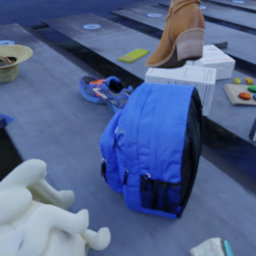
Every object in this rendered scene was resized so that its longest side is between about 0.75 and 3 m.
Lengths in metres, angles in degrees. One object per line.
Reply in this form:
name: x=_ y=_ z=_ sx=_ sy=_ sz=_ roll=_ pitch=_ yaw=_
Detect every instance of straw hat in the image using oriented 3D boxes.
straw hat: x=-4.999 y=-2.413 z=11.233 sx=2.465 sy=1.043 sz=2.465 roll=0 pitch=36 yaw=0

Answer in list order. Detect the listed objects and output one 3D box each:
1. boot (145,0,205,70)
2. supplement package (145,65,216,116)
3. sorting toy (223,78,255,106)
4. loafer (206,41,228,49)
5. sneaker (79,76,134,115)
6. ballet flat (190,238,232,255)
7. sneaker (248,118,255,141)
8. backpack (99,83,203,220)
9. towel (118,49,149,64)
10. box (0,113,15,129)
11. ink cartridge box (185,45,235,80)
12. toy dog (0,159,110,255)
boot: x=1.165 y=-2.632 z=7.611 sx=0.938 sy=1.898 sz=2.445 roll=-3 pitch=1 yaw=-18
supplement package: x=1.787 y=-1.385 z=9.682 sx=2.234 sy=1.224 sz=1.271 roll=11 pitch=38 yaw=14
sorting toy: x=4.457 y=-1.451 z=10.577 sx=1.522 sy=0.274 sz=2.043 roll=1 pitch=36 yaw=1
loafer: x=4.491 y=-4.218 z=14.248 sx=1.150 sy=0.362 sz=0.413 roll=-3 pitch=37 yaw=-5
sneaker: x=-0.680 y=-1.353 z=9.761 sx=2.781 sy=1.091 sz=1.048 roll=28 pitch=44 yaw=32
ballet flat: x=1.520 y=2.999 z=4.280 sx=0.837 sy=0.905 sz=2.684 roll=-21 pitch=30 yaw=12
sneaker: x=4.712 y=-0.155 z=8.278 sx=2.591 sy=0.929 sz=1.073 roll=-21 pitch=42 yaw=-26
backpack: x=0.514 y=0.379 z=6.122 sx=2.199 sy=2.621 sz=2.129 roll=7 pitch=38 yaw=10
towel: x=0.287 y=-3.501 z=13.460 sx=0.731 sy=0.153 sz=1.699 roll=24 pitch=43 yaw=28
box: x=-4.778 y=-0.014 z=8.591 sx=1.331 sy=0.356 sz=2.197 roll=18 pitch=39 yaw=22
ink cartridge box: x=3.377 y=-2.787 z=11.925 sx=1.411 sy=0.815 sz=1.932 roll=-8 pitch=37 yaw=-10
toy dog: x=-1.501 y=2.140 z=4.557 sx=2.468 sy=1.776 sz=2.546 roll=-31 pitch=46 yaw=-18
